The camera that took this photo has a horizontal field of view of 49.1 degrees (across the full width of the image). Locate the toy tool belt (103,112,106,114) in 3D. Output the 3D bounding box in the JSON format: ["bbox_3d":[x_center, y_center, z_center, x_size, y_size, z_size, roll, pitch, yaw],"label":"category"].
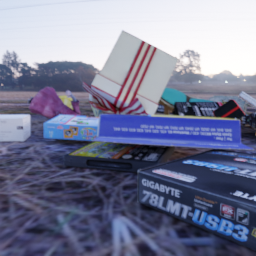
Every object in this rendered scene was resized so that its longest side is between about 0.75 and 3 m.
[{"bbox_3d":[-0.436,-1.601,14.835,1.512,2.460,1.536,9,-36,10],"label":"toy tool belt"}]

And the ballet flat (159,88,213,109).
[{"bbox_3d":[2.703,-1.072,13.289,2.923,0.986,0.911,18,-28,3],"label":"ballet flat"}]

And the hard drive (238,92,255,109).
[{"bbox_3d":[5.597,-0.869,11.910,1.951,0.256,1.287,37,15,14],"label":"hard drive"}]

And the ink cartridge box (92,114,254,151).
[{"bbox_3d":[0.865,0.014,6.420,2.932,0.697,2.967,3,-1,3],"label":"ink cartridge box"}]

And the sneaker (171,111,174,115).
[{"bbox_3d":[3.279,-0.860,16.009,0.691,0.622,1.775,-17,13,-36],"label":"sneaker"}]

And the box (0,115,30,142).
[{"bbox_3d":[-3.792,-0.009,8.915,1.136,0.746,1.142,-1,8,-8],"label":"box"}]

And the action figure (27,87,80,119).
[{"bbox_3d":[-2.612,-0.494,10.888,2.452,1.642,1.825,32,-14,9],"label":"action figure"}]

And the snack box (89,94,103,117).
[{"bbox_3d":[-1.633,-1.223,14.224,0.288,1.551,0.901,-10,-34,-21],"label":"snack box"}]

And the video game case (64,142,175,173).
[{"bbox_3d":[-0.055,0.569,6.462,1.979,0.279,2.190,3,9,17],"label":"video game case"}]

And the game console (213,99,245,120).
[{"bbox_3d":[3.466,-0.498,9.707,0.855,0.756,0.133,-36,-19,17],"label":"game console"}]

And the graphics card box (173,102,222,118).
[{"bbox_3d":[3.116,-0.599,12.088,2.141,0.545,1.343,1,35,-3],"label":"graphics card box"}]

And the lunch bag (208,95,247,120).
[{"bbox_3d":[5.006,-0.971,14.230,1.776,1.273,2.165,7,17,27],"label":"lunch bag"}]

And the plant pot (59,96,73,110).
[{"bbox_3d":[-3.351,-0.926,14.507,1.238,1.238,1.165,-1,24,-9],"label":"plant pot"}]

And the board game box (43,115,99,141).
[{"bbox_3d":[-1.030,0.001,9.042,2.819,0.516,2.132,3,9,-2],"label":"board game box"}]

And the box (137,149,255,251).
[{"bbox_3d":[1.637,0.810,3.815,2.191,0.549,2.208,-6,9,-43],"label":"box"}]

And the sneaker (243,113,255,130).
[{"bbox_3d":[5.453,-0.289,11.454,0.999,0.654,1.729,4,7,2],"label":"sneaker"}]

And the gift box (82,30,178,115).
[{"bbox_3d":[0.004,-1.709,10.706,2.761,2.794,2.992,25,-9,2],"label":"gift box"}]

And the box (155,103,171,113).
[{"bbox_3d":[2.870,-1.496,20.129,2.710,0.673,2.690,-6,9,-35],"label":"box"}]

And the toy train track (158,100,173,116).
[{"bbox_3d":[2.447,-1.029,14.002,2.614,1.499,0.425,32,58,33],"label":"toy train track"}]
